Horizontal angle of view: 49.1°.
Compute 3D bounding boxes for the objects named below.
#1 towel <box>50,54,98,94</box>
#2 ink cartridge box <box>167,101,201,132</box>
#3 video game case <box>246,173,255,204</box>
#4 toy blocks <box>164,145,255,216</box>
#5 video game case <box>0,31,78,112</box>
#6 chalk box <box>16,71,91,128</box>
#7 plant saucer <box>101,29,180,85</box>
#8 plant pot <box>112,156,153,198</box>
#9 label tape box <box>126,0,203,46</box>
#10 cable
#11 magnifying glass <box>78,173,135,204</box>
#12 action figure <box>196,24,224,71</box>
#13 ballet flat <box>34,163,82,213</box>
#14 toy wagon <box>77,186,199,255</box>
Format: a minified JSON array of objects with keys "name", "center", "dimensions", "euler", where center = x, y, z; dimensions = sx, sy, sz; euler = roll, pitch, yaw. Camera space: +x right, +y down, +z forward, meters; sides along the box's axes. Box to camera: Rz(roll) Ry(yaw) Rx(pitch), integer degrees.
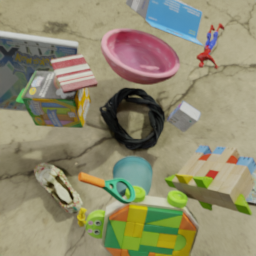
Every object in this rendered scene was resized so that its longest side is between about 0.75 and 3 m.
[{"name":"towel","center":[-1.406,-1.408,7.196],"dimensions":[0.897,0.142,1.245],"euler":[-16,56,-20]},{"name":"ink cartridge box","center":[1.744,-0.312,9.046],"dimensions":[0.713,1.045,0.399],"euler":[34,57,-2]},{"name":"video game case","center":[4.576,2.114,9.626],"dimensions":[1.160,0.128,1.057],"euler":[10,65,5]},{"name":"toy blocks","center":[2.156,1.068,6.703],"dimensions":[1.493,2.185,1.092],"euler":[-44,114,-26]},{"name":"video game case","center":[-3.108,-1.576,8.653],"dimensions":[2.917,2.659,0.321],"euler":[4,42,-12]},{"name":"chalk box","center":[-2.209,-0.824,8.120],"dimensions":[1.930,1.195,1.201],"euler":[3,50,9]},{"name":"plant saucer","center":[0.351,-2.202,8.868],"dimensions":[2.534,0.642,2.534],"euler":[11,45,-11]},{"name":"plant pot","center":[0.103,1.591,7.806],"dimensions":[1.191,1.191,1.119],"euler":[3,29,1]},{"name":"label tape box","center":[1.255,-3.726,8.971],"dimensions":[1.946,0.854,2.698],"euler":[10,31,-26]},{"name":"cable","center":[0.309,-0.352,10.622],"dimensions":[2.155,0.671,2.641],"euler":[-31,66,-20]},{"name":"magnifying glass","center":[-0.386,1.160,5.587],"dimensions":[1.369,0.153,0.545],"euler":[25,37,-33]},{"name":"action figure","center":[2.938,-2.696,9.836],"dimensions":[0.567,0.860,1.737],"euler":[9,65,49]},{"name":"ballet flat","center":[-2.388,1.903,9.397],"dimensions":[2.271,0.726,0.859],"euler":[39,74,18]},{"name":"toy wagon","center":[0.169,2.451,6.652],"dimensions":[2.823,2.191,0.559],"euler":[8,21,-3]}]
